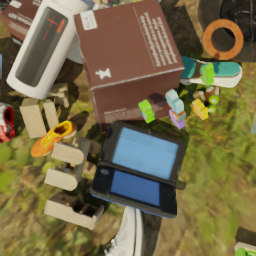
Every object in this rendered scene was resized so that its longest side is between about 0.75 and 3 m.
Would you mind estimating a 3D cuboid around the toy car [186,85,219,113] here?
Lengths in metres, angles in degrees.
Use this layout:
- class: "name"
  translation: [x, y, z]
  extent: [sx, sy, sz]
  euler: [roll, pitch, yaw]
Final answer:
- class: "toy car"
  translation: [1.960, -0.858, 7.429]
  extent: [0.795, 0.628, 0.653]
  euler: [11, 50, 11]

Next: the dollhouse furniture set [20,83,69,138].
- class: "dollhouse furniture set"
  translation: [-2.112, -0.493, 7.513]
  extent: [1.089, 0.933, 1.145]
  euler: [-8, 33, -3]

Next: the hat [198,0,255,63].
- class: "hat"
  translation: [3.180, -3.054, 7.928]
  extent: [2.912, 1.175, 2.912]
  euler: [0, 91, -10]

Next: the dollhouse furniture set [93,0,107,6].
- class: "dollhouse furniture set"
  translation: [-0.420, -3.312, 5.929]
  extent: [0.952, 1.036, 0.674]
  euler: [-27, 50, -15]

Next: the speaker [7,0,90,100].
- class: "speaker"
  translation: [-1.894, -2.003, 6.665]
  extent: [1.025, 1.025, 2.524]
  euler: [35, 104, 13]

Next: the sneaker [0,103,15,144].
- class: "sneaker"
  translation: [-3.622, 0.372, 6.836]
  extent: [1.272, 0.792, 2.373]
  euler: [7, 65, 5]

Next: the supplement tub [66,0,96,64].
- class: "supplement tub"
  translation: [-1.123, -2.968, 7.929]
  extent: [1.303, 1.303, 1.974]
  euler: [20, 70, 8]

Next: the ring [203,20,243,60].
- class: "ring"
  translation: [2.446, -2.268, 7.163]
  extent: [1.036, 0.099, 1.036]
  euler: [0, 87, -4]

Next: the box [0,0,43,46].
- class: "box"
  translation: [-2.537, -3.060, 8.016]
  extent: [1.214, 1.202, 1.464]
  euler: [28, 71, 11]

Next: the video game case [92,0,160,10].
- class: "video game case"
  translation: [0.227, -3.356, 6.765]
  extent: [0.191, 1.534, 2.143]
  euler: [39, 102, 41]

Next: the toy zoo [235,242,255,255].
- class: "toy zoo"
  translation: [2.861, 3.411, 5.214]
  extent: [1.485, 0.232, 2.264]
  euler: [15, 39, 2]

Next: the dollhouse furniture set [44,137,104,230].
- class: "dollhouse furniture set"
  translation: [-0.996, 1.147, 6.201]
  extent: [1.137, 1.501, 1.712]
  euler: [16, 94, 7]

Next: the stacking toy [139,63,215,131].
- class: "stacking toy"
  translation: [1.081, -0.436, 6.390]
  extent: [1.661, 2.203, 0.518]
  euler: [-32, 64, -5]

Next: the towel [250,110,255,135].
- class: "towel"
  translation: [3.572, -0.105, 7.426]
  extent: [0.551, 0.081, 0.751]
  euler: [20, 68, 8]

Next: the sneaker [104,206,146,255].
- class: "sneaker"
  translation: [-0.555, 2.871, 5.673]
  extent: [1.619, 1.062, 2.814]
  euler: [9, 70, 2]

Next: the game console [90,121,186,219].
- class: "game console"
  translation: [0.305, 0.866, 6.247]
  extent: [1.912, 1.131, 1.632]
  euler: [17, 24, -3]

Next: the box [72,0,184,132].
- class: "box"
  translation: [-0.040, -1.343, 6.699]
  extent: [1.924, 2.344, 1.944]
  euler: [-13, 69, -5]

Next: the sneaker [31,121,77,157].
- class: "sneaker"
  translation: [-1.905, 0.228, 6.956]
  extent: [1.311, 0.506, 0.478]
  euler: [-39, 71, 0]

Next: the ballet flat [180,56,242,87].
- class: "ballet flat"
  translation: [1.860, -1.426, 7.530]
  extent: [2.240, 0.778, 0.778]
  euler: [12, 67, 24]

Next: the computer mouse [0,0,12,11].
- class: "computer mouse"
  translation: [-3.678, -5.073, 9.166]
  extent: [1.962, 0.747, 2.833]
  euler: [38, 83, 14]
